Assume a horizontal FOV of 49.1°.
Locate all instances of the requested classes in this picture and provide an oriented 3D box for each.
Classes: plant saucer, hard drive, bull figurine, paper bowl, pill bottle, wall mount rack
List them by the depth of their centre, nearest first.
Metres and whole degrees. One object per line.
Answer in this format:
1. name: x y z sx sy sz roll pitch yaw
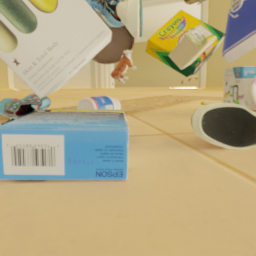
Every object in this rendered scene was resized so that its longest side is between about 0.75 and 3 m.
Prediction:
1. wall mount rack: 2.919 -3.257 6.927 0.391 1.048 0.911 26 -29 -25
2. hard drive: 3.539 -3.130 7.585 1.929 0.371 2.924 -32 24 42
3. bull figurine: -0.116 -2.235 10.258 0.730 1.203 0.392 37 6 -2
4. paper bowl: 5.228 -1.062 10.286 1.912 1.912 0.994 -1 -19 -5
5. pill bottle: -1.069 -0.758 10.862 0.961 0.961 1.712 7 12 33
6. plant saucer: -0.765 -3.545 11.670 2.142 2.142 0.344 2 -15 10

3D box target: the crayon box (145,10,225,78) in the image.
1. crayon box: 2.484 -3.692 12.141 2.356 0.796 2.730 35 61 12

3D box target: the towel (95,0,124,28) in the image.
1. towel: -0.707 -4.342 10.719 1.354 0.200 1.846 -20 -6 -24

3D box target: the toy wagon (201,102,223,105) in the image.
1. toy wagon: 4.768 -1.048 13.941 2.288 0.453 1.775 5 11 29

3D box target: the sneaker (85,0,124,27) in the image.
1. sneaker: -0.741 -3.887 8.507 2.364 0.927 1.063 17 8 -39

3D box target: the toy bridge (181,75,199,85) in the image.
1. toy bridge: 2.383 -1.874 10.662 0.815 0.274 0.111 -21 61 -26

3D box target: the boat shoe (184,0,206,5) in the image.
1. boat shoe: 2.103 -3.500 7.279 1.320 0.484 0.414 -11 -34 34

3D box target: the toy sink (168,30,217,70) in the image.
1. toy sink: 2.214 -2.846 9.738 0.902 0.775 1.384 -37 -5 -46

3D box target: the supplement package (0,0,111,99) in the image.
1. supplement package: -2.001 -2.381 6.239 2.029 2.673 2.014 -42 12 5

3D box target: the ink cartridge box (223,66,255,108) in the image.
1. ink cartridge box: 5.010 -1.488 11.693 1.512 2.070 1.519 -3 9 -8

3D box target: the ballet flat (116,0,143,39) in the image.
1. ballet flat: 0.039 -2.914 6.508 0.706 2.034 0.706 2 -21 1

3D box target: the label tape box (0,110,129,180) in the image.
1. label tape box: -1.099 0.173 5.812 2.091 0.965 2.919 0 8 -3

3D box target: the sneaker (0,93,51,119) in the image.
1. sneaker: -4.155 -0.797 11.941 1.159 0.962 2.425 23 27 29

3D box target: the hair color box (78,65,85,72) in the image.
1. hair color box: -2.210 -2.424 8.865 0.888 1.625 0.526 -36 4 -35

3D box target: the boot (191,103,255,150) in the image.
1. boot: 2.559 -0.133 7.432 2.875 1.041 2.074 5 7 -21

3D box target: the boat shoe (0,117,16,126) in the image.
1. boat shoe: -3.495 -0.099 8.576 1.340 0.475 0.483 8 13 37
